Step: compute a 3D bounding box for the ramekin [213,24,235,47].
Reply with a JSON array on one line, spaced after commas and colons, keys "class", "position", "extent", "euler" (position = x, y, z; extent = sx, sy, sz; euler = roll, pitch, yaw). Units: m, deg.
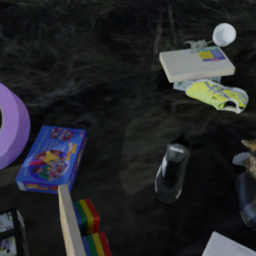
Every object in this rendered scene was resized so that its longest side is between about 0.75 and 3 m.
[{"class": "ramekin", "position": [4.632, -4.470, 13.624], "extent": [1.015, 0.495, 1.015], "euler": [0, 86, 4]}]

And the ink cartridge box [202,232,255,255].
[{"class": "ink cartridge box", "position": [1.875, 3.356, 5.466], "extent": [1.306, 1.312, 1.789], "euler": [22, 49, 21]}]

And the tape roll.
[{"class": "tape roll", "position": [-4.439, -0.058, 8.292], "extent": [2.788, 0.915, 2.788], "euler": [0, 77, 0]}]

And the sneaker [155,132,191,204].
[{"class": "sneaker", "position": [1.319, 1.000, 8.051], "extent": [0.784, 1.067, 2.359], "euler": [14, 46, 15]}]

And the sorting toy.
[{"class": "sorting toy", "position": [-0.907, 2.493, 5.896], "extent": [0.694, 1.995, 1.983], "euler": [-10, 45, -20]}]

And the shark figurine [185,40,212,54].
[{"class": "shark figurine", "position": [3.244, -3.450, 12.382], "extent": [1.136, 0.793, 1.901], "euler": [-15, -1, 19]}]

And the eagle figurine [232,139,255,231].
[{"class": "eagle figurine", "position": [3.839, 1.434, 7.474], "extent": [1.875, 1.885, 2.484], "euler": [3, 69, -53]}]

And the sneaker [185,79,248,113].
[{"class": "sneaker", "position": [3.266, -1.182, 10.442], "extent": [2.293, 0.864, 0.876], "euler": [13, 46, 16]}]

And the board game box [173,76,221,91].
[{"class": "board game box", "position": [2.862, -2.013, 11.478], "extent": [1.728, 0.555, 1.275], "euler": [14, 48, 14]}]

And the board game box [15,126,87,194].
[{"class": "board game box", "position": [-2.236, 0.914, 8.545], "extent": [1.478, 0.492, 2.199], "euler": [6, 45, 6]}]

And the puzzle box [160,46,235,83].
[{"class": "puzzle box", "position": [2.760, -2.634, 11.465], "extent": [2.631, 0.334, 1.750], "euler": [-7, 45, -4]}]

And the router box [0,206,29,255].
[{"class": "router box", "position": [-3.691, 3.236, 5.972], "extent": [2.968, 0.758, 2.214], "euler": [-16, 47, -16]}]
